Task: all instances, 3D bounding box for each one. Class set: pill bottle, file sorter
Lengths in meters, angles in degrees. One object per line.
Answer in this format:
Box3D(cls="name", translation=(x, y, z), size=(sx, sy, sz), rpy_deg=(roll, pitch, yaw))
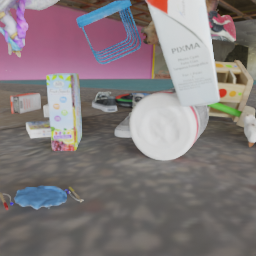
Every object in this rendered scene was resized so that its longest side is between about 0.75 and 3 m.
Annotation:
Box3D(cls="pill bottle", translation=(1.069, -0.226, 6.326), size=(1.326, 1.326, 2.396), rpy_deg=(5, 14, 23))
Box3D(cls="file sorter", translation=(-0.733, -3.512, 10.199), size=(1.784, 1.577, 2.571), rpy_deg=(-23, 26, 0))

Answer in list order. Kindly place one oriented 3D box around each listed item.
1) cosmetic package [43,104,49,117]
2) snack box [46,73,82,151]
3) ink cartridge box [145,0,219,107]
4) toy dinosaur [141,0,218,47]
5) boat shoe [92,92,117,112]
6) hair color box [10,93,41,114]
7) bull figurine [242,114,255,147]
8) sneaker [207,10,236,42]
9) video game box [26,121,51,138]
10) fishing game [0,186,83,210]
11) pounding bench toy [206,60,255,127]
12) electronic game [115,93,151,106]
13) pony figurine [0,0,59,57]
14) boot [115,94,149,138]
Box3D(cls="cosmetic package", translation=(-2.707, -0.774, 10.987), size=(0.734, 0.450, 1.778), rpy_deg=(0, 12, 0))
Box3D(cls="snack box", translation=(-1.445, -0.436, 6.554), size=(0.559, 1.652, 1.393), rpy_deg=(-1, 11, -3))
Box3D(cls="ink cartridge box", translation=(0.802, -2.131, 4.247), size=(0.693, 2.933, 2.348), rpy_deg=(-7, 51, 18))
Box3D(cls="toy dinosaur", translation=(1.646, -3.409, 8.031), size=(2.913, 1.974, 1.250), rpy_deg=(13, 48, 45))
Box3D(cls="boat shoe", translation=(-1.077, -1.219, 12.341), size=(0.811, 0.751, 2.198), rpy_deg=(-4, 13, -17))
Box3D(cls="hair color box", translation=(-4.226, -1.046, 11.639), size=(0.432, 0.716, 1.411), rpy_deg=(4, 12, 16))
Box3D(cls="bull figurine", translation=(3.743, 0.048, 5.839), size=(2.458, 0.800, 1.492), rpy_deg=(20, 56, 41))
Box3D(cls="sneaker", translation=(2.220, -2.518, 7.071), size=(1.553, 0.626, 0.580), rpy_deg=(1, -11, -42))
Box3D(cls="video game box", translation=(-2.247, 0.011, 7.800), size=(1.033, 0.265, 1.134), rpy_deg=(-3, 12, -24))
Box3D(cls="fishing game", translation=(-1.174, 0.945, 3.760), size=(0.998, 0.155, 0.714), rpy_deg=(1, 10, -34))
Box3D(cls="pounding bench toy", translation=(2.781, -1.060, 9.113), size=(1.946, 1.550, 2.495), rpy_deg=(4, 37, -1))
Box3D(cls="electronic game", translation=(0.304, -1.359, 12.971), size=(1.884, 0.392, 1.884), rpy_deg=(-3, 19, 1))
Box3D(cls="pony figurine", translation=(-1.837, -2.068, 4.350), size=(1.472, 1.525, 1.270), rpy_deg=(-30, 8, 31))
Box3D(cls="boot", translation=(0.213, -0.427, 7.919), size=(0.815, 1.059, 2.216), rpy_deg=(4, 13, 17))
